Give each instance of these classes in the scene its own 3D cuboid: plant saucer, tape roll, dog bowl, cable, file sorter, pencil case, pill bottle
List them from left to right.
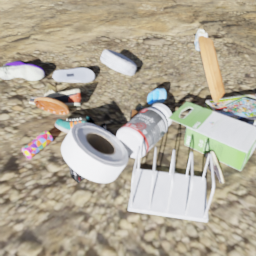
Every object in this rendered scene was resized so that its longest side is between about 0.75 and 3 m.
[{"bbox_3d":[-2.993,0.556,9.274,0.481,0.481,1.089,21,41,24],"label":"pencil case"},{"bbox_3d":[-2.791,-0.822,10.292,1.285,1.285,0.207,9,71,11],"label":"plant saucer"},{"bbox_3d":[-0.944,0.688,8.190,1.924,0.673,1.924,29,23,-13],"label":"tape roll"},{"bbox_3d":[-0.406,-2.974,12.809,1.745,0.604,1.746,8,27,-46],"label":"cable"},{"bbox_3d":[0.603,0.034,9.373,1.147,1.147,1.980,23,43,26],"label":"pill bottle"},{"bbox_3d":[1.094,-1.200,11.052,0.255,1.030,0.574,5,76,-27],"label":"dog bowl"},{"bbox_3d":[1.135,1.399,7.522,2.082,1.296,1.445,6,38,7],"label":"file sorter"},{"bbox_3d":[3.124,-2.205,10.355,0.468,2.500,2.500,-13,35,20],"label":"plant saucer"}]

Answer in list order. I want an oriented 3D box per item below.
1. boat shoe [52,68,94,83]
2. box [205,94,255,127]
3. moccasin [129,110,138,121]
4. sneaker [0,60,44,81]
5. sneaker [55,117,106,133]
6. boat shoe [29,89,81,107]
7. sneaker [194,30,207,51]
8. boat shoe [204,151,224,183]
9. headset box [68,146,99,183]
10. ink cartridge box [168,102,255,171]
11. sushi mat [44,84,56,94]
[{"bbox_3d":[-2.501,-2.408,12.799,1.874,0.690,0.613,0,9,-24],"label":"boat shoe"},{"bbox_3d":[4.513,-0.636,10.746,2.707,0.470,1.490,-9,39,-11],"label":"box"},{"bbox_3d":[0.224,-0.240,10.299,0.367,0.347,0.950,12,50,-5],"label":"moccasin"},{"bbox_3d":[-4.935,-2.815,13.253,2.171,0.755,1.080,4,38,5],"label":"sneaker"},{"bbox_3d":[-1.608,-0.089,9.673,1.904,0.761,0.680,18,6,14],"label":"sneaker"},{"bbox_3d":[-2.868,-1.171,10.992,2.084,0.652,0.742,0,1,8],"label":"boat shoe"},{"bbox_3d":[4.184,-4.930,15.888,0.745,0.787,1.948,0,39,-2],"label":"sneaker"},{"bbox_3d":[2.612,1.216,8.528,0.363,0.403,1.121,-21,50,13],"label":"boat shoe"},{"bbox_3d":[-1.261,1.065,8.397,0.387,0.745,1.001,30,48,32],"label":"headset box"},{"bbox_3d":[2.824,0.177,9.444,2.752,0.816,1.429,26,45,29],"label":"ink cartridge box"},{"bbox_3d":[-3.360,-1.574,12.058,0.054,0.430,0.899,-39,31,25],"label":"sushi mat"}]
